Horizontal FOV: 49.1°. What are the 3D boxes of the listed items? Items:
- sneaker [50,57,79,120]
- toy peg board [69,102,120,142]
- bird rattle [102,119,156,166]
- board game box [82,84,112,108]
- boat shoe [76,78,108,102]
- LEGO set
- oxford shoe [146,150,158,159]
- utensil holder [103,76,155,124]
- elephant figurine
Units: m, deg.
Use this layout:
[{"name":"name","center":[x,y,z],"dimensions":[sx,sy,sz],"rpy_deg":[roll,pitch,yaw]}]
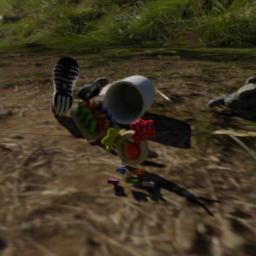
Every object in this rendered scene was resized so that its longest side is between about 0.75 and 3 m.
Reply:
[{"name":"sneaker","center":[-2.892,-1.613,12.035],"dimensions":[1.050,1.603,2.775],"rpy_deg":[15,59,-20]},{"name":"toy peg board","center":[-1.132,-0.408,10.030],"dimensions":[1.388,0.682,1.394],"rpy_deg":[-18,60,-35]},{"name":"bird rattle","center":[0.131,0.423,7.819],"dimensions":[1.518,1.238,0.855],"rpy_deg":[-13,7,22]},{"name":"board game box","center":[-1.253,-1.690,14.460],"dimensions":[2.082,0.637,2.749],"rpy_deg":[-2,21,-4]},{"name":"boat shoe","center":[-1.508,-1.735,12.840],"dimensions":[0.631,0.737,2.014],"rpy_deg":[37,40,12]},{"name":"LEGO set","center":[0.080,1.222,7.073],"dimensions":[1.150,0.438,0.472],"rpy_deg":[4,-8,2]},{"name":"oxford shoe","center":[0.494,0.823,8.323],"dimensions":[0.805,0.287,0.287],"rpy_deg":[5,45,16]},{"name":"utensil holder","center":[0.135,-1.280,11.878],"dimensions":[1.755,1.755,2.065],"rpy_deg":[6,20,16]},{"name":"elephant figurine","center":[5.128,-1.182,12.394],"dimensions":[2.334,1.811,1.652],"rpy_deg":[-22,71,-23]}]
